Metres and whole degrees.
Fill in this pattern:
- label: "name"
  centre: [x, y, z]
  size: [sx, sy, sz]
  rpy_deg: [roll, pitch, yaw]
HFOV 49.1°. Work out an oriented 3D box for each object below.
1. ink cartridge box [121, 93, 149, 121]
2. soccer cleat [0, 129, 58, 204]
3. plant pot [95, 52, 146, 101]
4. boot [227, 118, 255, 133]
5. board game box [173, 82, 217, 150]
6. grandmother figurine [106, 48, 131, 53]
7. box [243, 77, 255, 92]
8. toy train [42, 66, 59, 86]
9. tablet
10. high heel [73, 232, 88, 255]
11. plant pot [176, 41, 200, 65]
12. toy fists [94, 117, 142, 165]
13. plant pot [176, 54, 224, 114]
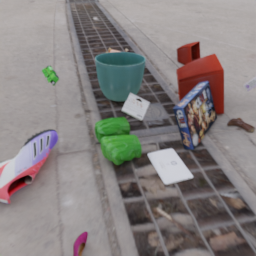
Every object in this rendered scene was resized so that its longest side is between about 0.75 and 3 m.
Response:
- label: "ink cartridge box"
  centre: [0.261, -0.725, 9.661]
  size: [0.781, 0.175, 0.688]
  rpy_deg: [26, 79, -4]
- label: "soccer cleat"
  centre: [-2.866, 1.056, 8.170]
  size: [1.012, 0.943, 2.764]
  rpy_deg: [28, 44, 17]
- label: "plant pot"
  centre: [-0.329, -2.134, 11.904]
  size: [2.087, 1.675, 2.087]
  rpy_deg: [1, 30, 0]
- label: "boot"
  centre: [4.154, -0.051, 10.264]
  size: [0.747, 0.257, 0.801]
  rpy_deg: [-19, 43, -22]
- label: "board game box"
  centre: [2.388, -0.485, 9.713]
  size: [0.392, 1.534, 2.264]
  rpy_deg: [-2, 28, 39]
- label: "grandmother figurine"
  centre: [-0.269, -4.022, 15.749]
  size: [1.942, 0.588, 1.178]
  rpy_deg: [20, 67, 22]
- label: "box"
  centre: [4.987, -1.903, 10.284]
  size: [0.292, 1.509, 0.313]
  rpy_deg: [56, 30, 6]
- label: "toy train"
  centre: [-2.653, -1.822, 9.562]
  size: [0.376, 0.278, 1.334]
  rpy_deg: [-49, 40, 6]
- label: "tablet"
  centre: [1.266, 1.152, 8.634]
  size: [0.930, 0.098, 1.429]
  rpy_deg: [-11, 37, -15]
- label: "high heel"
  centre: [-1.000, 2.770, 6.069]
  size: [0.494, 0.347, 1.029]
  rpy_deg: [6, 49, 25]
- label: "plant pot"
  centre: [3.283, -4.072, 15.419]
  size: [0.975, 1.106, 1.105]
  rpy_deg: [11, 34, 37]
- label: "toy fists"
  centre: [-0.442, 0.381, 9.192]
  size: [1.148, 0.775, 2.253]
  rpy_deg: [-4, 33, -18]
- label: "plant pot"
  centre: [2.856, -1.710, 11.355]
  size: [1.658, 1.882, 1.880]
  rpy_deg: [-6, 32, 9]
